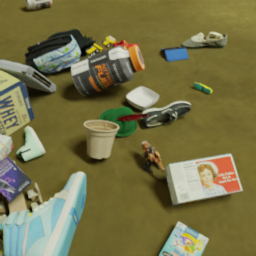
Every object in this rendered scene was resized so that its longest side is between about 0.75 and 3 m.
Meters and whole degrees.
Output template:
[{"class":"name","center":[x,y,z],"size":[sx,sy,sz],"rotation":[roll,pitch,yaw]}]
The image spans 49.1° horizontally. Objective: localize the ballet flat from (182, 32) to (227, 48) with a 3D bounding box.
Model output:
[{"class":"ballet flat","center":[4.323,-5.006,15.813],"size":[2.499,0.796,0.842],"rotation":[-1,43,-1]}]

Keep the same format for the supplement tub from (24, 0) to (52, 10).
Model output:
[{"class":"supplement tub","center":[-6.382,-9.074,19.816],"size":[1.667,1.170,1.170],"rotation":[-23,48,-23]}]

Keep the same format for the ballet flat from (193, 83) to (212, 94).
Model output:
[{"class":"ballet flat","center":[3.445,-1.822,12.878],"size":[0.912,0.305,0.306],"rotation":[30,30,25]}]

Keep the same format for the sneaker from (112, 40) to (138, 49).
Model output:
[{"class":"sneaker","center":[-0.156,-4.530,15.435],"size":[1.468,0.623,0.565],"rotation":[-3,44,-3]}]

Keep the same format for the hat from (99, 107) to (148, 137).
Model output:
[{"class":"hat","center":[-0.162,-0.658,10.542],"size":[1.753,1.543,1.452],"rotation":[16,48,0]}]

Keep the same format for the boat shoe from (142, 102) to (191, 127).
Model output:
[{"class":"boat shoe","center":[1.574,-0.477,11.135],"size":[2.059,0.779,0.621],"rotation":[-17,44,0]}]

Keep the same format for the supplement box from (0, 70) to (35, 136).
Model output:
[{"class":"supplement box","center":[-5.593,-0.868,10.758],"size":[2.610,1.754,2.612],"rotation":[27,50,25]}]

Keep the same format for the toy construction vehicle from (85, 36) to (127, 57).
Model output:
[{"class":"toy construction vehicle","center":[-1.116,-3.946,14.713],"size":[1.565,0.633,1.797],"rotation":[35,61,18]}]

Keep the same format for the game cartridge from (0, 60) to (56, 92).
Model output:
[{"class":"game cartridge","center":[-4.285,-2.167,11.894],"size":[1.567,2.351,0.476],"rotation":[12,81,15]}]

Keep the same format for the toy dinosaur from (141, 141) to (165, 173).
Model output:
[{"class":"toy dinosaur","center":[0.791,1.026,9.416],"size":[0.657,0.872,1.285],"rotation":[-5,44,-6]}]

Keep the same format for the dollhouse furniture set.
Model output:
[{"class":"dollhouse furniture set","center":[-3.438,1.934,8.367],"size":[1.412,1.000,1.537],"rotation":[-19,47,-19]}]

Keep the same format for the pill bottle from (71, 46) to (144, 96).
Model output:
[{"class":"pill bottle","center":[-0.823,-2.523,11.991],"size":[2.933,1.558,1.558],"rotation":[-17,41,15]}]

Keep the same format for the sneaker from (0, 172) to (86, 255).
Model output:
[{"class":"sneaker","center":[-2.376,2.350,7.812],"size":[1.951,1.188,2.988],"rotation":[8,43,8]}]

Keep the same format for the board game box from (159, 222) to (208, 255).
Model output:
[{"class":"board game box","center":[1.470,3.269,7.488],"size":[0.915,0.284,1.212],"rotation":[24,49,24]}]

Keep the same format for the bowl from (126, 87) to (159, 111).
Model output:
[{"class":"bowl","center":[0.605,-1.215,12.096],"size":[1.151,0.430,1.149],"rotation":[34,53,30]}]

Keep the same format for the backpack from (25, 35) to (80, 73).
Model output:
[{"class":"backpack","center":[-3.569,-3.654,13.786],"size":[2.382,1.832,1.943],"rotation":[-31,34,12]}]

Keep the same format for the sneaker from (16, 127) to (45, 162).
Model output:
[{"class":"sneaker","center":[-3.709,0.567,10.132],"size":[0.902,0.563,1.530],"rotation":[-28,48,-20]}]

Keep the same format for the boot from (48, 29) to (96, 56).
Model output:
[{"class":"boot","center":[-3.091,-4.533,15.348],"size":[2.337,0.865,1.915],"rotation":[-29,57,-25]}]

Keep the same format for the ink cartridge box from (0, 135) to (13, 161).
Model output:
[{"class":"ink cartridge box","center":[-4.559,0.709,9.930],"size":[0.551,0.554,0.762],"rotation":[14,43,7]}]

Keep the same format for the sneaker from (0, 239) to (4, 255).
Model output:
[{"class":"sneaker","center":[-4.174,2.828,7.522],"size":[2.129,0.862,0.787],"rotation":[18,46,18]}]

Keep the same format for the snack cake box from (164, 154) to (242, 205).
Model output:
[{"class":"snack cake box","center":[2.279,1.586,8.633],"size":[2.050,0.689,1.179],"rotation":[-8,70,-8]}]

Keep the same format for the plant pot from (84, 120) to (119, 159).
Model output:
[{"class":"plant pot","center":[-0.976,0.427,9.700],"size":[1.202,1.101,1.202],"rotation":[7,17,-2]}]

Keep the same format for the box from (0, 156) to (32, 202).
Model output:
[{"class":"box","center":[-3.434,1.472,8.098],"size":[0.797,0.562,1.077],"rotation":[-45,96,-19]}]

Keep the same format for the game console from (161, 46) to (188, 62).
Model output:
[{"class":"game console","center":[2.513,-4.038,15.291],"size":[1.223,0.723,1.044],"rotation":[-9,13,-10]}]
